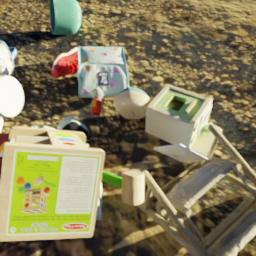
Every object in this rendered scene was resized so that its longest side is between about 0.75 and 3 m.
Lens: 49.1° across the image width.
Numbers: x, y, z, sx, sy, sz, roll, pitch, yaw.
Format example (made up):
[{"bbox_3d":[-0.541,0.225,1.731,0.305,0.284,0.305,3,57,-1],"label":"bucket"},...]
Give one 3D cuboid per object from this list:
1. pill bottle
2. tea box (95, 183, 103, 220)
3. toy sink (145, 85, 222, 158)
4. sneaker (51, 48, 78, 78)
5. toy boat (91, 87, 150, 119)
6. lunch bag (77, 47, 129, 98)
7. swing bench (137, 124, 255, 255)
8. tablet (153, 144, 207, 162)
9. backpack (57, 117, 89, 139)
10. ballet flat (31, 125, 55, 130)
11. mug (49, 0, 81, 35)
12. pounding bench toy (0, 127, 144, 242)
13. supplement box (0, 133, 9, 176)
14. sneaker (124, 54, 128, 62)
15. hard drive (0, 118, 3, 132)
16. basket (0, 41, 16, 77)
[{"bbox_3d":[-5.349,-1.051,9.921,2.933,1.669,1.669,0,44,19],"label":"pill bottle"},{"bbox_3d":[-1.071,2.062,8.093,0.592,0.886,0.872,0,46,0],"label":"tea box"},{"bbox_3d":[2.086,-0.321,10.037,2.473,1.385,1.612,25,51,22],"label":"toy sink"},{"bbox_3d":[-2.402,-2.935,12.919,1.347,0.913,2.331,19,50,19],"label":"sneaker"},{"bbox_3d":[-0.295,-1.012,10.406,2.231,1.875,1.037,-1,70,4],"label":"toy boat"},{"bbox_3d":[-1.091,-2.249,11.820,2.113,1.513,2.481,-1,51,-8],"label":"lunch bag"},{"bbox_3d":[2.230,1.924,7.606,2.863,1.867,2.878,-29,56,-26],"label":"swing bench"},{"bbox_3d":[1.634,0.819,8.667,1.014,1.559,0.106,-12,61,43],"label":"tablet"},{"bbox_3d":[-1.970,0.076,9.776,0.869,0.988,0.758,-41,47,5],"label":"backpack"},{"bbox_3d":[-2.793,0.363,9.249,2.522,0.898,0.872,5,19,33],"label":"ballet flat"},{"bbox_3d":[-3.392,-6.263,15.138,1.464,2.367,1.945,-6,6,-21],"label":"mug"},{"bbox_3d":[-1.319,1.133,6.568,2.962,1.840,2.310,6,8,-20],"label":"pounding bench toy"},{"bbox_3d":[-3.440,1.382,8.262,1.923,1.277,1.897,12,57,13],"label":"supplement box"},{"bbox_3d":[-0.728,-3.334,13.633,1.460,0.553,0.563,-6,25,-7],"label":"sneaker"},{"bbox_3d":[-5.400,0.464,10.062,1.364,0.276,2.067,-5,47,-5],"label":"hard drive"},{"bbox_3d":[-6.202,-2.936,12.315,2.244,1.770,2.545,-10,39,-8],"label":"basket"}]
